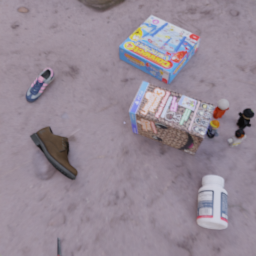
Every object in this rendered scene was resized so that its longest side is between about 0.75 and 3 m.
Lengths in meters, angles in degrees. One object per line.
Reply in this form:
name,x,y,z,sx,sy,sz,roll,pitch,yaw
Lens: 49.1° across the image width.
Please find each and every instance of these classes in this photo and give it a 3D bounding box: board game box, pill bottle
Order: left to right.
board game box,1.381,-3.518,12.352,2.624,0.733,2.569,31,63,17
board game box,1.428,-0.272,9.592,2.467,1.967,1.195,20,72,12
pill bottle,2.644,2.311,8.776,0.892,0.892,1.492,9,60,6

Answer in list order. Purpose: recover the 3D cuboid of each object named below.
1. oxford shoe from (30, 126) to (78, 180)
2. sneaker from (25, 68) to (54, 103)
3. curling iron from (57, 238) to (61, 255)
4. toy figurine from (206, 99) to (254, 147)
oxford shoe,-2.383,0.775,9.649,1.008,0.868,2.388,-38,66,-14
sneaker,-3.589,-1.763,11.236,0.566,0.662,1.614,31,73,-2
curling iron,-2.091,3.843,8.290,0.281,0.145,1.135,-4,59,-2
toy figurine,3.676,-0.177,10.185,1.481,1.031,1.458,26,62,14
